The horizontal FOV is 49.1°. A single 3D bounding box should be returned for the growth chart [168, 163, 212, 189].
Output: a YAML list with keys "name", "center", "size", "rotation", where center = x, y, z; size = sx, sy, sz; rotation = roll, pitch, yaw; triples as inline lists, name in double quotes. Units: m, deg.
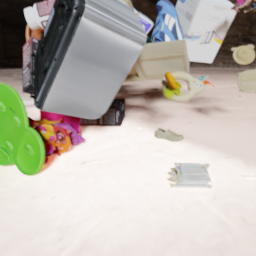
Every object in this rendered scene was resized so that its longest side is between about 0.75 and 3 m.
- name: "growth chart"
  center: [1.405, 1.051, 6.362]
  size: [0.978, 0.120, 1.351]
  rotation: [3, 16, 11]

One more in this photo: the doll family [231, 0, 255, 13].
- name: "doll family"
  center: [3.475, -3.391, 7.165]
  size: [1.561, 0.704, 0.969]
  rotation: [-38, -3, 24]

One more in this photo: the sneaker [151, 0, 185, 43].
- name: "sneaker"
  center: [1.123, -2.999, 8.710]
  size: [0.938, 2.280, 0.843]
  rotation: [-12, -19, 0]

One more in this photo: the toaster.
- name: "toaster"
  center: [-1.037, -1.936, 6.314]
  size: [1.635, 2.755, 2.491]
  rotation: [15, 34, -30]

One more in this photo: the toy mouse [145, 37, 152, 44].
- name: "toy mouse"
  center: [0.617, -2.984, 11.855]
  size: [1.987, 2.236, 0.433]
  rotation: [18, 3, -7]

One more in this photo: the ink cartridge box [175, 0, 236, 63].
- name: "ink cartridge box"
  center: [2.320, -3.376, 9.323]
  size: [1.401, 1.937, 1.426]
  rotation: [1, 42, -21]

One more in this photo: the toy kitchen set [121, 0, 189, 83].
- name: "toy kitchen set"
  center: [0.698, -2.392, 8.184]
  size: [2.188, 2.425, 1.978]
  rotation: [-1, -24, 18]

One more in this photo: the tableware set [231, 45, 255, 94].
- name: "tableware set"
  center: [4.008, -1.898, 8.377]
  size: [1.625, 1.946, 0.226]
  rotation: [-8, -18, 11]

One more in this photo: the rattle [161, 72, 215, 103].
- name: "rattle"
  center: [1.495, -1.184, 6.670]
  size: [1.343, 0.959, 0.874]
  rotation: [-7, 49, 0]

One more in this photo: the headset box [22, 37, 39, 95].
- name: "headset box"
  center: [-2.367, -1.760, 8.176]
  size: [1.245, 1.673, 0.646]
  rotation: [9, -25, -42]

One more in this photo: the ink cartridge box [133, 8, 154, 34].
- name: "ink cartridge box"
  center: [-0.716, -3.478, 10.269]
  size: [2.413, 2.436, 0.529]
  rotation: [20, 33, -36]

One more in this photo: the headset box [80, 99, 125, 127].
- name: "headset box"
  center: [-1.274, -0.652, 11.140]
  size: [2.194, 0.847, 1.633]
  rotation: [0, 15, 4]

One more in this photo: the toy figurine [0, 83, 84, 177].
- name: "toy figurine"
  center: [-2.166, 0.036, 7.629]
  size: [2.710, 2.034, 2.494]
  rotation: [35, 22, 28]

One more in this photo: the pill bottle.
- name: "pill bottle"
  center: [-2.671, -3.843, 9.457]
  size: [1.448, 0.827, 0.827]
  rotation: [-15, 16, 0]

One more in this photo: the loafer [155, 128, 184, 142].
- name: "loafer"
  center: [1.309, 0.217, 8.953]
  size: [0.993, 0.339, 0.376]
  rotation: [8, 17, 27]

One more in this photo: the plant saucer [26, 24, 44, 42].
- name: "plant saucer"
  center: [-2.800, -3.448, 11.251]
  size: [2.619, 2.619, 0.423]
  rotation: [-13, -1, -39]
